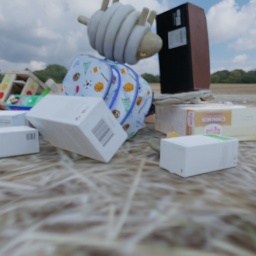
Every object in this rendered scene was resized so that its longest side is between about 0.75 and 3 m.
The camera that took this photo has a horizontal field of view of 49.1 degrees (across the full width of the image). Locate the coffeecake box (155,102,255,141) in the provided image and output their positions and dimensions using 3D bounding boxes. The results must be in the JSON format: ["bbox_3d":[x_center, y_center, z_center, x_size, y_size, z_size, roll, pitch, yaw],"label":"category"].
[{"bbox_3d":[2.223,-0.242,8.586,1.998,0.951,2.603,-3,9,-17],"label":"coffeecake box"}]

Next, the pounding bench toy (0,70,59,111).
[{"bbox_3d":[-3.948,-1.108,10.905,2.233,1.742,1.387,6,-22,25],"label":"pounding bench toy"}]

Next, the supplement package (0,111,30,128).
[{"bbox_3d":[-3.674,-0.101,8.430,1.011,0.720,1.299,0,9,3],"label":"supplement package"}]

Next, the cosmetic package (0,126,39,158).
[{"bbox_3d":[-3.155,0.353,5.932,2.254,0.571,0.930,-6,10,-34],"label":"cosmetic package"}]

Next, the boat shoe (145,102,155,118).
[{"bbox_3d":[0.537,-0.777,9.786,0.844,0.723,2.306,34,9,22],"label":"boat shoe"}]

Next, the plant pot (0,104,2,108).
[{"bbox_3d":[-4.893,-0.465,9.430,0.997,0.970,0.997,18,0,0],"label":"plant pot"}]

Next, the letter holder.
[{"bbox_3d":[1.992,-2.394,9.043,1.796,2.527,1.271,-6,3,-43],"label":"letter holder"}]

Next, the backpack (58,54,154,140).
[{"bbox_3d":[-0.623,-0.825,7.715,2.378,2.496,1.923,20,1,28],"label":"backpack"}]

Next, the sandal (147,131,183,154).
[{"bbox_3d":[1.143,0.299,6.252,1.598,0.432,0.642,1,23,-24],"label":"sandal"}]

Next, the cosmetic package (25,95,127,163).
[{"bbox_3d":[-1.199,-0.052,6.167,2.205,1.118,0.786,9,52,45],"label":"cosmetic package"}]

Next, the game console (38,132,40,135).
[{"bbox_3d":[-2.767,-0.080,8.111,0.843,0.584,0.988,-16,11,-4],"label":"game console"}]

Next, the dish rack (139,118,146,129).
[{"bbox_3d":[-0.405,-0.535,9.766,1.938,0.492,2.258,29,19,17],"label":"dish rack"}]

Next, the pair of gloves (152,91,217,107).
[{"bbox_3d":[1.682,-0.860,8.476,1.748,0.360,2.055,-4,4,27],"label":"pair of gloves"}]

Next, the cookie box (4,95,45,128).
[{"bbox_3d":[-3.254,-0.541,9.698,1.475,0.554,1.261,2,-34,16],"label":"cookie box"}]

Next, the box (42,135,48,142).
[{"bbox_3d":[-1.797,0.252,7.766,0.923,0.223,0.731,6,10,34],"label":"box"}]

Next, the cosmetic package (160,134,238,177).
[{"bbox_3d":[1.317,0.475,5.192,1.334,0.566,0.718,-4,11,-33],"label":"cosmetic package"}]

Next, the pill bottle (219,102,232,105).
[{"bbox_3d":[6.429,-1.493,18.472,0.455,0.455,0.801,-8,12,-42],"label":"pill bottle"}]

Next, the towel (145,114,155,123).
[{"bbox_3d":[0.412,-0.690,11.482,1.387,0.234,1.453,43,-17,-32],"label":"towel"}]

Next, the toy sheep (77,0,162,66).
[{"bbox_3d":[-0.268,-2.793,8.172,2.691,1.855,1.855,27,17,16],"label":"toy sheep"}]
